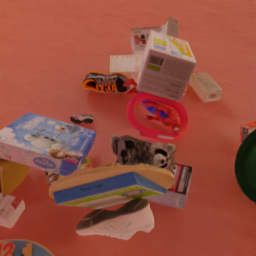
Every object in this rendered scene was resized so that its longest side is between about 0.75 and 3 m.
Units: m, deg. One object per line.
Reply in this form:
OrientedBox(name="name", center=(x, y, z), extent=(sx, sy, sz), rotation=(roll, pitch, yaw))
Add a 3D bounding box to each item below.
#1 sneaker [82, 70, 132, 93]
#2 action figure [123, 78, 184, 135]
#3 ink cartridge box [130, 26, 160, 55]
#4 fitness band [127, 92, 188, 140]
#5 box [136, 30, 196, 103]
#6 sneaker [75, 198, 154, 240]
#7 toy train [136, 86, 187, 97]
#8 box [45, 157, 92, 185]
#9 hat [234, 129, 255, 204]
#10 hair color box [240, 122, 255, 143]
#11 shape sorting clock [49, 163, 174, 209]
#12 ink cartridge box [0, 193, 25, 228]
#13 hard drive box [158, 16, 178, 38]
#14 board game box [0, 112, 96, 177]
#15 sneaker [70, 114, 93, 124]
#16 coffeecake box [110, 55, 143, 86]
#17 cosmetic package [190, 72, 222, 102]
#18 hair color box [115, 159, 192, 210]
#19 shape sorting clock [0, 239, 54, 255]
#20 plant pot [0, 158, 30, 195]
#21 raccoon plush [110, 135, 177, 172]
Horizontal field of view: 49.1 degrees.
OrientedBox(name="sneaker", center=(-0.778, -1.568, 10.185), extent=(1.968, 0.770, 0.760), rotation=(10, 42, 26))
OrientedBox(name="action figure", center=(0.798, -0.608, 8.799), extent=(0.658, 0.832, 2.545), rotation=(-38, 57, -18))
OrientedBox(name="ink cartridge box", center=(0.832, -3.889, 12.639), extent=(1.332, 0.559, 1.170), rotation=(-7, 78, -8))
OrientedBox(name="fitness band", center=(0.877, -0.349, 8.344), extent=(1.905, 0.357, 1.368), rotation=(12, 65, -13))
OrientedBox(name="box", center=(1.164, -2.073, 8.998), extent=(1.426, 1.285, 2.535), rotation=(16, 30, -5))
OrientedBox(name="sneaker", center=(-0.283, 2.011, 5.735), extent=(1.736, 0.696, 0.611), rotation=(-18, 17, 18))
OrientedBox(name="toy train", center=(1.409, -1.881, 10.573), extent=(1.776, 0.658, 2.365), rotation=(14, 42, 16))
OrientedBox(name="box", center=(-1.512, 1.094, 7.144), extent=(1.146, 0.431, 0.287), rotation=(-12, 41, -16))
OrientedBox(name="hat", center=(3.595, 0.708, 5.663), extent=(1.882, 2.000, 2.272), rotation=(36, 84, -2))
OrientedBox(name="hair color box", center=(3.619, 0.093, 7.853), extent=(0.991, 0.503, 0.304), rotation=(-15, 22, -22))
OrientedBox(name="shape sorting clock", center=(-0.303, 1.169, 5.536), extent=(2.430, 2.430, 0.477), rotation=(-6, 67, -7))
OrientedBox(name="ink cartridge box", center=(-2.851, 1.829, 6.306), extent=(0.809, 0.335, 0.594), rotation=(11, 40, 13))
OrientedBox(name="hard drive box", center=(1.609, -3.816, 11.710), extent=(0.496, 1.006, 1.291), rotation=(21, 55, -16))
OrientedBox(name="board game box", center=(-2.010, 0.339, 7.034), extent=(2.034, 0.443, 2.044), rotation=(15, 21, 0))
OrientedBox(name="sneaker", center=(-1.484, -0.313, 8.997), extent=(0.752, 0.302, 0.324), rotation=(10, 34, -5))
OrientedBox(name="coffeecake box", center=(0.195, -2.274, 11.030), extent=(1.808, 0.661, 1.388), rotation=(-1, 40, -1))
OrientedBox(name="cosmetic package", center=(2.822, -1.512, 10.272), extent=(0.668, 0.472, 1.291), rotation=(-7, 39, -9))
OrientedBox(name="hair color box", center=(0.547, 1.234, 6.824), extent=(1.846, 0.560, 0.914), rotation=(11, 40, 16))
OrientedBox(name="shape sorting clock", center=(-2.234, 3.035, 4.740), extent=(2.384, 0.468, 2.384), rotation=(0, 39, 0))
OrientedBox(name="plant pot", center=(-3.058, 0.853, 6.950), extent=(1.063, 1.056, 1.087), rotation=(25, 34, 18))
OrientedBox(name="raccoon plush", center=(0.364, 0.456, 6.760), extent=(1.235, 0.892, 1.843), rotation=(-1, 28, -16))
